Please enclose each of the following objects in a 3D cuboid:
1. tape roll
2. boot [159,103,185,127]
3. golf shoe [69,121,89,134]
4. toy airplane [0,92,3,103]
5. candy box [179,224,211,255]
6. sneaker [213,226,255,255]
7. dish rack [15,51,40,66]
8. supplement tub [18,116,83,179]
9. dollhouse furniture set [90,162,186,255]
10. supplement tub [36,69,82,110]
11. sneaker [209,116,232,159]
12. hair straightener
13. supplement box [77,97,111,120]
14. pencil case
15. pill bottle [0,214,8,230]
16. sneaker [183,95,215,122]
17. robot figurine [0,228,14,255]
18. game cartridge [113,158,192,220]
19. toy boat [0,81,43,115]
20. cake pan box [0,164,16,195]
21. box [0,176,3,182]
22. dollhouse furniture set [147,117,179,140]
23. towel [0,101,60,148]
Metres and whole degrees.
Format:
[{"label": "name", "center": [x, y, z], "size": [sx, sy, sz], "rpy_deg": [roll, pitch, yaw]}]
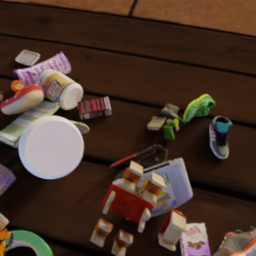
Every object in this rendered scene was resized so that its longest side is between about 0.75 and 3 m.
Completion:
[{"label": "tape roll", "center": [-3.656, 4.637, 8.968], "size": [2.496, 0.600, 2.496], "rpy_deg": [0, 55, 0]}, {"label": "boot", "center": [2.148, -0.645, 12.738], "size": [1.329, 0.450, 0.868], "rpy_deg": [30, 55, 17]}, {"label": "golf shoe", "center": [-2.275, -0.099, 12.281], "size": [1.228, 0.481, 0.597], "rpy_deg": [14, 18, 4]}, {"label": "toy airplane", "center": [-6.410, -1.384, 12.703], "size": [0.934, 1.318, 1.324], "rpy_deg": [6, 57, 8]}, {"label": "candy box", "center": [2.249, 3.875, 9.619], "size": [0.899, 0.383, 1.071], "rpy_deg": [-2, 55, -1]}, {"label": "sneaker", "center": [3.463, 4.094, 9.346], "size": [2.525, 0.973, 1.034], "rpy_deg": [-18, 31, -13]}, {"label": "dish rack", "center": [-5.336, -3.678, 14.932], "size": [1.070, 0.233, 0.919], "rpy_deg": [19, 58, 13]}, {"label": "supplement tub", "center": [-2.790, 0.669, 9.991], "size": [2.101, 2.905, 2.101], "rpy_deg": [1, 88, -21]}, {"label": "dollhouse furniture set", "center": [0.480, 2.819, 9.288], "size": [2.707, 1.410, 2.736], "rpy_deg": [28, 99, 0]}, {"label": "supplement tub", "center": [-3.181, -1.797, 12.956], "size": [1.837, 1.329, 1.329], "rpy_deg": [33, 62, 21]}, {"label": "sneaker", "center": [3.893, 0.259, 11.659], "size": [0.785, 1.134, 1.878], "rpy_deg": [-1, 55, -1]}, {"label": "hair straightener", "center": [0.564, 1.468, 11.315], "size": [2.577, 0.527, 0.992], "rpy_deg": [-23, 72, -22]}, {"label": "supplement box", "center": [-1.565, -0.897, 12.879], "size": [1.451, 0.442, 0.790], "rpy_deg": [-10, 57, -8]}, {"label": "pencil case", "center": [-4.118, -2.812, 13.773], "size": [2.622, 1.100, 1.121], "rpy_deg": [-29, 95, -20]}, {"label": "pill bottle", "center": [-5.209, 3.615, 9.319], "size": [1.189, 1.189, 2.123], "rpy_deg": [30, 61, 19]}, {"label": "sneaker", "center": [3.234, -0.852, 12.693], "size": [1.899, 0.703, 0.793], "rpy_deg": [-36, 59, -23]}, {"label": "robot figurine", "center": [-4.233, 3.788, 8.976], "size": [0.862, 0.346, 1.189], "rpy_deg": [32, 71, -25]}, {"label": "game cartridge", "center": [0.929, 2.255, 9.928], "size": [2.577, 1.718, 0.521], "rpy_deg": [-20, 19, -1]}, {"label": "toy boat", "center": [-4.704, -1.447, 12.264], "size": [1.983, 1.294, 1.296], "rpy_deg": [-20, 89, 23]}, {"label": "cake pan box", "center": [-6.123, 2.098, 10.685], "size": [2.604, 0.681, 2.398], "rpy_deg": [26, 58, 17]}, {"label": "box", "center": [-6.230, 2.136, 9.925], "size": [1.930, 0.551, 2.821], "rpy_deg": [36, 63, 22]}, {"label": "dollhouse furniture set", "center": [1.547, -0.004, 12.375], "size": [1.223, 0.614, 0.801], "rpy_deg": [6, 38, 34]}, {"label": "towel", "center": [-4.343, -0.284, 12.039], "size": [1.984, 0.304, 2.601], "rpy_deg": [10, 50, 42]}]
